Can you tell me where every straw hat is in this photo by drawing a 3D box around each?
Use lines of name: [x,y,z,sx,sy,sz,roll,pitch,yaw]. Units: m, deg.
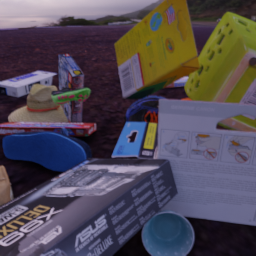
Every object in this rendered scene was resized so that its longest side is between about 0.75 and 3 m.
straw hat: [-2.986,-0.984,9.870,2.553,1.080,2.553,1,25,0]

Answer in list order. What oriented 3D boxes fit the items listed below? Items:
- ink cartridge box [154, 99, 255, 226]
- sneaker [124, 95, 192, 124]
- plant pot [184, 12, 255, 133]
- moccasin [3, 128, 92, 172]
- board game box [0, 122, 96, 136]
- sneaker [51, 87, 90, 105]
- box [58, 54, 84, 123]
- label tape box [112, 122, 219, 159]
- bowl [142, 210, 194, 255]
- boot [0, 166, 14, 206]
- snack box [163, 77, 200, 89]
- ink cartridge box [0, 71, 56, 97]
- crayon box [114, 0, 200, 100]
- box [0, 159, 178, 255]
ink cartridge box: [1.801,0.594,4.862,2.700,2.343,0.588,5,25,10]
sneaker: [1.254,-0.379,8.691,2.750,1.036,1.079,-5,30,-6]
plant pot: [3.084,-1.170,7.226,2.491,2.503,2.271,23,32,-4]
moccasin: [-1.926,0.398,6.883,2.581,1.039,0.880,10,12,26]
board game box: [-2.376,0.017,8.186,2.695,0.262,1.388,1,6,2]
sneaker: [-1.339,-0.829,6.622,1.024,0.393,0.429,-13,50,-41]
box: [-1.821,-1.164,8.845,0.381,1.912,1.309,-13,46,-25]
label tape box: [1.094,0.644,6.469,2.634,0.871,1.887,4,23,8]
bowl: [0.632,1.675,4.549,0.810,0.810,0.424,2,4,5]
boot: [-3.262,1.615,4.354,2.908,0.962,2.546,-12,29,-29]
snack box: [2.504,-2.223,13.555,2.138,0.260,0.769,-9,26,-18]
ink cartridge box: [-4.579,-2.078,12.962,1.300,0.513,2.615,13,29,26]
crayon box: [0.775,-1.988,7.288,0.705,1.761,2.775,-1,-12,-36]
box: [-0.875,1.327,4.447,2.184,0.689,2.769,-6,15,44]
